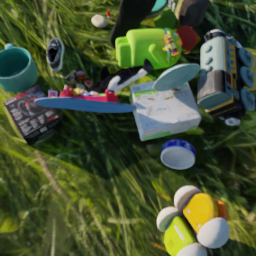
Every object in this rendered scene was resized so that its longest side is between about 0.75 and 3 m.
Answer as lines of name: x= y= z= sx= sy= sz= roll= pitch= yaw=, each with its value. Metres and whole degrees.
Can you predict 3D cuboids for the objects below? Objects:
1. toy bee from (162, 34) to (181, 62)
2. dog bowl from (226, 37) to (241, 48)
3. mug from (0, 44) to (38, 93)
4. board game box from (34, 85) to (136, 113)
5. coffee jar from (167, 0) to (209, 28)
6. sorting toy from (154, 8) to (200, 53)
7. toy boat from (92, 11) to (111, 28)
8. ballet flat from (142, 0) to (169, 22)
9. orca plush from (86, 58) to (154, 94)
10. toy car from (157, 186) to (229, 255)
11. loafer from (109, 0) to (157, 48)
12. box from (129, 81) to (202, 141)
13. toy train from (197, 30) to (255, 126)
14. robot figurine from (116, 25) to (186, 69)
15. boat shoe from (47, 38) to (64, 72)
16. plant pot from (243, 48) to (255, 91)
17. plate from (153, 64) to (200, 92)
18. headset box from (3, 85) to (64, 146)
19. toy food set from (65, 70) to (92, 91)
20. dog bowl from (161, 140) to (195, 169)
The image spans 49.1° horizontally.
toy bee: x=1.497 y=-2.609 z=9.189 sx=0.625 sy=0.955 sz=0.519 roll=-47 pitch=31 yaw=4
dog bowl: x=3.576 y=-2.811 z=10.580 sx=1.309 sy=0.516 sz=1.309 roll=0 pitch=62 yaw=0
mug: x=-3.865 y=-2.045 z=9.836 sx=1.398 sy=1.052 sz=1.702 roll=11 pitch=60 yaw=10
board game box: x=-1.181 y=-0.891 z=8.156 sx=2.919 sy=2.306 sz=0.568 roll=4 pitch=86 yaw=-27
coffee jar: x=2.078 y=-5.411 z=11.470 sx=1.186 sy=1.450 sz=2.780 roll=-25 pitch=63 yaw=-15
sorting toy: x=1.878 y=-4.141 z=11.282 sx=1.025 sy=1.032 sz=2.977 roll=-16 pitch=56 yaw=-41
toy boat: x=-1.030 y=-4.454 z=11.596 sx=0.861 sy=0.400 sz=0.724 roll=-41 pitch=64 yaw=-11
ballet flat: x=0.718 y=-4.540 z=10.959 sx=2.251 sy=0.757 sz=0.766 roll=1 pitch=82 yaw=37
orca plush: x=-0.522 y=-1.627 z=9.105 sx=2.638 sy=1.388 sz=0.938 roll=-27 pitch=101 yaw=26
toy car: x=1.760 y=2.531 z=7.082 sx=1.861 sy=1.396 sz=1.629 roll=-55 pitch=36 yaw=16
loafer: x=0.128 y=-4.263 z=10.122 sx=1.085 sy=2.973 sz=1.061 roll=23 pitch=48 yaw=-17
box: x=1.153 y=-0.656 z=9.123 sx=1.906 sy=0.922 sz=1.682 roll=-13 pitch=66 yaw=-7
toy train: x=2.824 y=-1.543 z=8.231 sx=1.677 sy=1.254 sz=2.942 roll=28 pitch=58 yaw=-32
robot figurine: x=0.795 y=-2.802 z=10.030 sx=2.416 sy=1.398 sz=2.120 roll=-7 pitch=37 yaw=-7
boat shoe: x=-2.806 y=-2.886 z=10.553 sx=0.584 sy=0.552 sz=1.628 roll=-9 pitch=59 yaw=6
plant pot: x=3.949 y=-2.033 z=9.498 sx=1.245 sy=1.171 sz=1.245 roll=7 pitch=31 yaw=-4
plate: x=1.382 y=-1.504 z=8.213 sx=1.472 sy=1.472 sz=0.188 roll=-19 pitch=75 yaw=-10
headset box: x=-3.142 y=-0.500 z=9.227 sx=1.315 sy=0.663 sz=1.769 roll=-32 pitch=66 yaw=-16
toy food set: x=-1.749 y=-1.756 z=10.199 sx=1.092 sy=0.172 sz=0.694 roll=34 pitch=67 yaw=17
dog bowl: x=1.477 y=0.796 z=8.302 sx=0.981 sy=0.981 sz=0.386 roll=11 pitch=49 yaw=6
